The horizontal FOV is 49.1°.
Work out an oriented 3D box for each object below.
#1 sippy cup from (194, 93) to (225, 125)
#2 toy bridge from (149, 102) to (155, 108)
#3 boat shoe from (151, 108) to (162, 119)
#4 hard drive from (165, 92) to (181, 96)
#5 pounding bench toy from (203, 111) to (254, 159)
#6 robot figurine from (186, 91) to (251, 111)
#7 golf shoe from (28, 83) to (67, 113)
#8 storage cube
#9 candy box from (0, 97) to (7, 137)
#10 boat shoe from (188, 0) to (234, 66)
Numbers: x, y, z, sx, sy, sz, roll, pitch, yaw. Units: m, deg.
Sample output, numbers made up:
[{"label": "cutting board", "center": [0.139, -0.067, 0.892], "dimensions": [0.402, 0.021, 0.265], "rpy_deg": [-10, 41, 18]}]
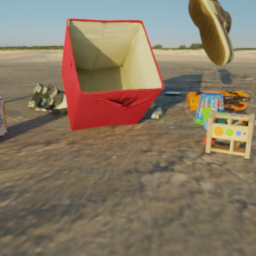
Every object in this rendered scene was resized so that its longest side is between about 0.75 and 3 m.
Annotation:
[{"label": "sippy cup", "center": [2.830, -0.682, 9.638], "dimensions": [1.072, 1.001, 1.366], "rpy_deg": [-2, 16, -10]}, {"label": "toy bridge", "center": [-0.118, -1.040, 11.990], "dimensions": [2.565, 0.349, 0.862], "rpy_deg": [3, 18, 9]}, {"label": "boat shoe", "center": [1.127, -0.520, 10.482], "dimensions": [0.254, 0.294, 0.817], "rpy_deg": [24, 32, 17]}, {"label": "hard drive", "center": [2.409, -1.814, 14.949], "dimensions": [0.797, 0.151, 0.557], "rpy_deg": [5, 17, 19]}, {"label": "pounding bench toy", "center": [2.635, 0.061, 7.322], "dimensions": [1.134, 0.904, 1.454], "rpy_deg": [7, 18, 24]}, {"label": "robot figurine", "center": [3.764, -1.158, 11.730], "dimensions": [2.502, 0.728, 1.814], "rpy_deg": [1, 17, 5]}, {"label": "golf shoe", "center": [-3.109, -1.031, 11.233], "dimensions": [1.310, 1.148, 2.973], "rpy_deg": [23, -3, -33]}, {"label": "storage cube", "center": [-0.678, -1.482, 8.437], "dimensions": [2.308, 2.700, 2.427], "rpy_deg": [-7, -21, -20]}, {"label": "candy box", "center": [-3.956, -0.153, 7.643], "dimensions": [0.505, 1.130, 1.656], "rpy_deg": [3, 17, 3]}, {"label": "boat shoe", "center": [2.679, -3.142, 8.512], "dimensions": [0.945, 2.915, 1.067], "rpy_deg": [-8, -26, -9]}]
